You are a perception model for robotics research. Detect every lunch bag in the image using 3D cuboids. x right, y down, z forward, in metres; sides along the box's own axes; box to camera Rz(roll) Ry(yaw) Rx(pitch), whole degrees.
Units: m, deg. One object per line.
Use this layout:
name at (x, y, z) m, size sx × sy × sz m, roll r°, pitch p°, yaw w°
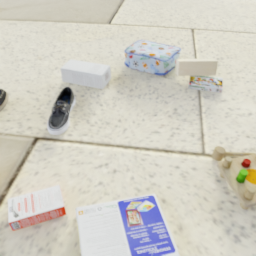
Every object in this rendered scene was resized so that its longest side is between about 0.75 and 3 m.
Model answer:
lunch bag at (1.311, -3.652, 14.377) m, size 2.726 × 1.030 × 2.184 m, roll 22°, pitch 44°, yaw 25°

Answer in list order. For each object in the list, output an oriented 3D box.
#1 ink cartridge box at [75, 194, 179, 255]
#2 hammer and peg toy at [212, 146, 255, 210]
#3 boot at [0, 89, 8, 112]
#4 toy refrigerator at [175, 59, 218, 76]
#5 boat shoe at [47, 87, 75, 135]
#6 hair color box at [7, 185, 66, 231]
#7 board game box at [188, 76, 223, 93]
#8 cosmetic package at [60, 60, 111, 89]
ink cartridge box at (-0.063, 2.877, 7.126) m, size 2.317 × 0.551 × 2.345 m, roll -6°, pitch 39°, yaw -12°
hammer and peg toy at (3.784, 1.281, 8.806) m, size 1.763 × 0.845 × 2.396 m, roll -10°, pitch 42°, yaw -11°
boot at (-5.841, -1.211, 10.805) m, size 0.921 × 1.895 × 2.516 m, roll -9°, pitch 40°, yaw 24°
toy refrigerator at (3.215, -2.884, 13.307) m, size 1.845 × 0.700 × 0.645 m, roll -3°, pitch 24°, yaw -6°
boat shoe at (-2.645, -0.781, 11.190) m, size 0.872 × 0.826 × 2.495 m, roll 6°, pitch 41°, yaw 6°
hair color box at (-2.593, 2.257, 7.973) m, size 1.488 × 0.476 × 0.825 m, roll -12°, pitch 41°, yaw -15°
board game box at (3.626, -2.087, 13.117) m, size 1.540 × 0.267 × 0.972 m, roll 9°, pitch 41°, yaw 10°
cosmetic package at (-1.996, -2.558, 13.277) m, size 2.126 × 0.787 × 1.081 m, roll 12°, pitch 40°, yaw 16°
